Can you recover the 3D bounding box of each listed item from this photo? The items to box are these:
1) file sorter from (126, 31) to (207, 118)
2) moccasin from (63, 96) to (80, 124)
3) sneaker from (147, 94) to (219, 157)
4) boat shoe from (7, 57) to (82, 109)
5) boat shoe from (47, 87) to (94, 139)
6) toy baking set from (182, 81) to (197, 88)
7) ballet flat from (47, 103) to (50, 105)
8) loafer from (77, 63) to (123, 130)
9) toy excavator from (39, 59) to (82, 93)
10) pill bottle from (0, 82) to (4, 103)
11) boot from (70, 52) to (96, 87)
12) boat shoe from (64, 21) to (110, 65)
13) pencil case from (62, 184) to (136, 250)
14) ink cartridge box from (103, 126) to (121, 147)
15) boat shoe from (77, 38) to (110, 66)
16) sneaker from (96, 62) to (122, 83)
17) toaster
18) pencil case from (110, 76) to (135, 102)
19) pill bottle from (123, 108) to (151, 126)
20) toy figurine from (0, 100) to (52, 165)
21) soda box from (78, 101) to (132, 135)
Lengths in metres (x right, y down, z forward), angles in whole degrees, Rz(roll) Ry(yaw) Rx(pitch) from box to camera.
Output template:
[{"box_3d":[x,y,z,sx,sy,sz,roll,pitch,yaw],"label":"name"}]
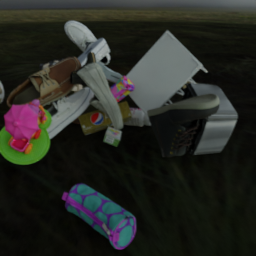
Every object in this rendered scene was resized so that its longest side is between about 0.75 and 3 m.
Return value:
[{"box_3d":[1.209,-1.614,9.159,1.550,2.234,1.391,51,21,18],"label":"file sorter"},{"box_3d":[-2.297,-0.809,10.506,0.615,0.649,1.682,-45,70,-7],"label":"moccasin"},{"box_3d":[1.520,0.010,7.273,1.024,1.454,2.738,-17,3,-20],"label":"sneaker"},{"box_3d":[-2.531,-1.264,8.519,2.594,0.982,0.931,-39,-11,1],"label":"boat shoe"},{"box_3d":[-2.135,-0.587,9.089,2.371,0.775,0.872,-47,38,-12],"label":"boat shoe"},{"box_3d":[3.091,-2.061,14.092,1.160,0.176,1.511,-24,35,-35],"label":"toy baking set"},{"box_3d":[-3.053,-0.862,9.753,0.600,1.698,0.600,33,-2,1],"label":"ballet flat"},{"box_3d":[-0.774,-0.823,8.092,0.726,2.079,0.727,-27,15,-6],"label":"loafer"},{"box_3d":[-2.856,-2.164,12.282,0.844,1.689,1.642,5,27,36],"label":"toy excavator"},{"box_3d":[-5.794,-1.017,9.860,1.489,1.489,2.574,7,27,14],"label":"pill bottle"},{"box_3d":[-1.364,-1.750,8.311,0.717,1.036,0.401,-2,15,-32],"label":"boot"},{"box_3d":[-1.512,-3.240,10.731,2.130,0.784,0.696,35,15,-22],"label":"boat shoe"},{"box_3d":[-0.592,1.743,5.711,1.594,0.678,0.737,21,5,37],"label":"pencil case"},{"box_3d":[-0.487,0.220,9.026,0.469,0.268,0.904,22,24,-6],"label":"ink cartridge box"},{"box_3d":[-1.388,-2.362,10.097,2.034,0.665,0.748,-48,35,-16],"label":"boat shoe"},{"box_3d":[-0.722,-1.703,8.887,1.147,0.419,0.406,28,-4,-7],"label":"sneaker"},{"box_3d":[2.231,-0.214,8.299,1.081,1.647,1.821,-2,43,-11],"label":"toaster"},{"box_3d":[-0.400,-1.046,8.680,1.315,0.581,0.581,-37,12,26],"label":"pencil case"},{"box_3d":[0.276,-0.389,10.124,1.108,0.628,0.628,6,27,10],"label":"pill bottle"},{"box_3d":[-2.517,-0.126,7.134,1.347,1.652,1.794,29,60,-6],"label":"toy figurine"},{"box_3d":[-0.756,-0.321,9.386,1.697,0.575,0.543,-18,-15,-8],"label":"soda box"}]
